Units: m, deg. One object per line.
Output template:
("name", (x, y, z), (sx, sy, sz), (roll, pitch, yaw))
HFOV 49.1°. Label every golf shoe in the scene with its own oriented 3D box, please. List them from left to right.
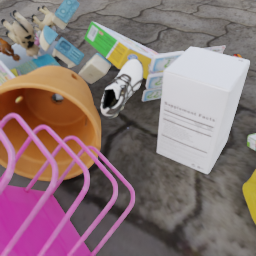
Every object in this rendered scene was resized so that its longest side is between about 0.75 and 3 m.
("golf shoe", (-0.119, -0.856, 5.844), (0.549, 0.667, 1.412), (27, 88, 10))

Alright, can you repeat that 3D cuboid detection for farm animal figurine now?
("farm animal figurine", (-3.142, -3.036, 9.490), (1.145, 1.839, 2.278), (42, 38, 1))

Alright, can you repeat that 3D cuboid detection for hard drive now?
("hard drive", (-3.881, -2.614, 10.696), (1.969, 0.464, 2.821), (14, 43, 15))

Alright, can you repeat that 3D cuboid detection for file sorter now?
("file sorter", (-1.450, 0.974, 4.479), (1.904, 2.740, 1.718), (41, 96, 37))

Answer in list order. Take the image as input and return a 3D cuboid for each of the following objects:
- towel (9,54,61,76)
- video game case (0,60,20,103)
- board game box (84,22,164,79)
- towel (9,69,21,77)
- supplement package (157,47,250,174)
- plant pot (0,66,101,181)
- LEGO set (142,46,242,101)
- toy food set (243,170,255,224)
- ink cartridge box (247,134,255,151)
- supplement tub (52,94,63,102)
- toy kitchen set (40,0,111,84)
("towel", (-3.102, -1.672, 9.390), (1.983, 0.215, 1.454), (-35, 73, -28))
("video game case", (-3.960, -0.456, 7.545), (2.642, 0.344, 2.903), (-34, 71, -31))
("board game box", (0.380, -2.221, 8.972), (2.977, 0.600, 2.278), (11, 27, -42))
("towel", (-4.391, -0.755, 8.202), (2.881, 0.328, 2.069), (-15, 62, -18))
("supplement package", (1.687, -0.415, 6.655), (1.446, 2.415, 1.464), (23, 45, 25))
("plant pot", (-1.819, -0.271, 6.504), (2.537, 2.537, 1.776), (0, 36, 1))
("LEGO set", (1.850, -1.355, 7.866), (2.692, 2.011, 0.661), (-11, 64, -13))
("toy food set", (3.162, 1.735, 5.600), (1.302, 0.723, 2.213), (-17, 36, 17))
("ink cartridge box", (3.556, 0.418, 7.109), (0.621, 0.318, 0.840), (-12, 23, -13))
("supplement tub", (-2.221, -1.250, 8.775), (1.380, 0.846, 0.846), (-9, 41, -19))
("toy kitchen set", (-1.340, -2.686, 8.365), (2.074, 1.222, 1.662), (35, 71, -21))
